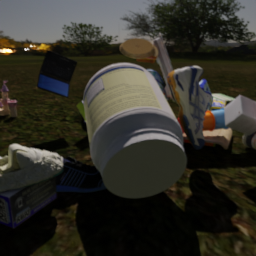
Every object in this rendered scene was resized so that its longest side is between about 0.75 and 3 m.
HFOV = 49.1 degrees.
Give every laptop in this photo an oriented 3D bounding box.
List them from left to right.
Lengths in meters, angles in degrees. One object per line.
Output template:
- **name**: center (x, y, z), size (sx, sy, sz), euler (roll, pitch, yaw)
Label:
- **laptop**: center (-2.830, -2.155, 11.256), size (1.299, 1.466, 0.757), euler (18, 13, -27)

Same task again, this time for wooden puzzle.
- **wooden puzzle**: center (2.353, 0.172, 10.203), size (2.621, 0.488, 2.424), euler (13, 17, 21)

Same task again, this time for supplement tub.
- **supplement tub**: center (0.066, -0.025, 6.787), size (2.114, 2.114, 2.916), euler (-4, 40, -12)

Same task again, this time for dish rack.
- **dish rack**: center (1.698, -2.384, 12.134), size (0.636, 2.920, 2.506), euler (-20, -3, 12)

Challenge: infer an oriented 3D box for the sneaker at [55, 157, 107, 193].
- **sneaker**: center (-1.271, 1.102, 6.863), size (1.955, 0.762, 0.686), euler (-2, 17, -6)

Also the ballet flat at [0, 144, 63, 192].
- **ballet flat**: center (-2.459, 0.800, 5.450), size (2.608, 0.936, 0.936), euler (-15, 23, -34)

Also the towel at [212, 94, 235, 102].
- **towel**: center (4.843, -1.702, 16.655), size (2.512, 0.294, 1.916), euler (-3, 18, -14)

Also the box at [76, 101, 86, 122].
- **box**: center (-1.253, -0.581, 11.221), size (0.481, 1.231, 2.019), euler (-31, 0, 22)

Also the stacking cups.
- **stacking cups**: center (2.950, -0.298, 9.185), size (2.729, 0.826, 0.826), euler (-7, 19, -14)

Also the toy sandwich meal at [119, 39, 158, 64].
- **toy sandwich meal**: center (0.400, -2.943, 10.844), size (1.513, 0.518, 1.513), euler (1, 46, -1)

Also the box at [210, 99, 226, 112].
- **box**: center (4.417, -0.947, 13.709), size (0.635, 0.582, 1.811), euler (6, 19, 20)

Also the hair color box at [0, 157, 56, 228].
- **hair color box**: center (-2.972, 1.288, 6.287), size (2.391, 0.775, 1.307), euler (7, 18, 25)

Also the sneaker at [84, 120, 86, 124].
- **sneaker**: center (-1.738, -0.948, 13.011), size (0.838, 0.979, 2.388), euler (-5, 18, -11)

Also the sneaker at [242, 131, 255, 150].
- **sneaker**: center (4.961, 0.328, 9.265), size (2.134, 0.837, 0.847), euler (-14, 15, -10)

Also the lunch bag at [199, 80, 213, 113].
- **lunch bag**: center (3.025, -1.090, 11.914), size (1.098, 1.723, 1.465), euler (11, 24, 16)

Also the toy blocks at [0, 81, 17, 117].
- **toy blocks**: center (-6.478, -1.318, 13.136), size (1.935, 1.629, 1.808), euler (16, 24, 41)

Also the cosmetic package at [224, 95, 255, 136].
- **cosmetic package**: center (3.197, -0.333, 7.685), size (0.820, 0.686, 0.682), euler (20, 55, -15)

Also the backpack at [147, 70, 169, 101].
- **backpack**: center (0.902, -1.639, 11.846), size (1.409, 1.540, 1.131), euler (-25, 15, 5)

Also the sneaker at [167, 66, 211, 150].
- **sneaker**: center (1.912, -0.546, 7.792), size (1.044, 2.368, 0.891), euler (-19, 16, -1)
